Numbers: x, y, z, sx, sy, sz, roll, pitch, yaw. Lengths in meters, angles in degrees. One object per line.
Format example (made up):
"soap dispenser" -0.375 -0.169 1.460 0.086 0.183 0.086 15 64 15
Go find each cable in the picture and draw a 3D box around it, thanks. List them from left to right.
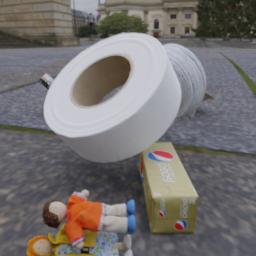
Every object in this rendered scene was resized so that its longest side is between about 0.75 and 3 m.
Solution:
"cable" 1.040 -1.091 6.735 0.603 1.740 1.741 -30 66 -31

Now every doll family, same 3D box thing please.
"doll family" -0.581 1.726 3.050 1.319 0.958 2.125 4 37 -9

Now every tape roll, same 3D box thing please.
"tape roll" -0.336 -0.681 5.658 2.688 0.940 2.688 -17 48 20

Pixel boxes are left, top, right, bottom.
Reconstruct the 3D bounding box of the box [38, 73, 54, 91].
"box" -2.633 -1.444 9.998 0.185 1.065 0.586 -41 16 24

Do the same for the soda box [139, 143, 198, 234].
"soda box" 0.636 0.968 5.148 0.713 0.674 2.104 -1 19 -3

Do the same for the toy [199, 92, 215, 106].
"toy" 1.602 -1.387 10.075 2.831 0.668 1.630 25 -16 -33
